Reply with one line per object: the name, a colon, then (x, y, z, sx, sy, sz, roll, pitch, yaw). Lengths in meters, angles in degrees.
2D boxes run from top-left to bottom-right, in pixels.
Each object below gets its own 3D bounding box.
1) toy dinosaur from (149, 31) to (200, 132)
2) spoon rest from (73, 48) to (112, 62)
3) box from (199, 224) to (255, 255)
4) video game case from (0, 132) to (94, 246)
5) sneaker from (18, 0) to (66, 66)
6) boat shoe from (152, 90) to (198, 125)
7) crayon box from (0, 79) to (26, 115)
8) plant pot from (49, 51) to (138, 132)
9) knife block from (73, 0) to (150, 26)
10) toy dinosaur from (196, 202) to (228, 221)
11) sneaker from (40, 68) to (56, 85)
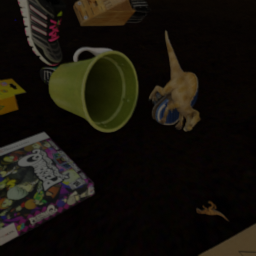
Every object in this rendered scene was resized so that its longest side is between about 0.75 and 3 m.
toy dinosaur: (1.042, -0.826, 6.022, 0.678, 1.178, 2.329, 6, 59, -30)
spoon rest: (-1.885, -4.121, 15.442, 2.291, 0.694, 1.138, -17, 37, -22)
box: (2.514, 3.008, 5.066, 2.836, 0.302, 2.318, -16, 37, -22)
video game case: (-2.761, 1.363, 7.336, 2.636, 0.521, 2.908, -23, 40, -31)
sneaker: (-2.582, -3.500, 9.066, 1.307, 2.988, 1.102, -1, 27, 19)
boat shoe: (1.554, -0.889, 10.416, 1.046, 1.044, 2.889, 17, 27, 31)
crayon box: (-5.467, -1.032, 10.783, 2.681, 0.681, 1.702, -23, 40, -29)
plant pot: (-1.418, -1.370, 9.957, 2.448, 2.662, 2.662, 13, 34, 38)
knife block: (-0.474, -4.289, 10.395, 2.495, 0.798, 2.190, -24, -8, 9)
toy dinosaur: (2.026, 2.005, 6.712, 0.750, 0.227, 0.398, 5, 56, 19)
sneaker: (-2.886, -2.330, 12.769, 2.276, 0.841, 0.921, 12, 28, 4)
